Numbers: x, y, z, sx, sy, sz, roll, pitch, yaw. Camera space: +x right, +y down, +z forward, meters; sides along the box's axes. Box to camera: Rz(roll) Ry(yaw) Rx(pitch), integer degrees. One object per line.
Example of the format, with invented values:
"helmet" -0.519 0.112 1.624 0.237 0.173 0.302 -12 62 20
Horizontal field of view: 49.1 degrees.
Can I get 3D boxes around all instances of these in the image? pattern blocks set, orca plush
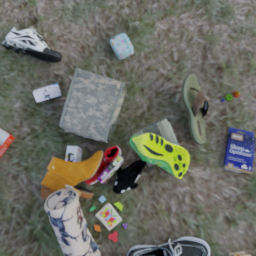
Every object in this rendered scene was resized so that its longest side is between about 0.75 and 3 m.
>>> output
"pattern blocks set" -0.696 3.215 10.063 1.447 0.117 1.272 35 77 9
"orca plush" 0.233 1.712 10.099 1.824 0.648 0.960 -27 89 -16

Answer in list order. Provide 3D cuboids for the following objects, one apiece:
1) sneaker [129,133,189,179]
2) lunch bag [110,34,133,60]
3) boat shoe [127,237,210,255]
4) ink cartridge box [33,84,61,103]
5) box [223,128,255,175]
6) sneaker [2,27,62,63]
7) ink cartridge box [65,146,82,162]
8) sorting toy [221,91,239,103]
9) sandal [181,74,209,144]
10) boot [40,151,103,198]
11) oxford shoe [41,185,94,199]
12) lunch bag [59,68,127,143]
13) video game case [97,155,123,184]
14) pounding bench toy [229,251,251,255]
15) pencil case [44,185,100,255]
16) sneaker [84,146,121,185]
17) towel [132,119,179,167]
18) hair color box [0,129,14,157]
"sneaker" 1.151 0.879 9.676 2.756 1.152 1.021 36 76 -35
"lunch bag" -0.252 -3.382 11.522 0.808 0.388 1.007 -26 73 -2
"boat shoe" 1.372 4.276 9.346 2.860 0.977 1.056 -1 78 1
"ink cartridge box" -3.120 -1.355 10.809 0.951 0.696 0.408 -19 112 -6
"box" 4.225 0.835 10.595 1.015 0.271 1.675 12 75 3
"sneaker" -3.746 -3.438 11.298 2.512 0.931 1.112 19 79 4
"ink cartridge box" -2.019 1.188 10.271 0.396 0.698 0.957 4 75 8
"sorting toy" 4.077 -1.258 11.098 0.827 0.285 0.287 -24 78 -6
"sandal" 2.641 -0.722 10.373 1.037 0.745 2.611 -10 89 -44
"boot" -1.889 1.326 9.480 1.451 0.713 2.027 35 74 -12
"oxford shoe" -2.180 2.396 10.033 1.942 0.693 0.692 4 82 8
"lunch bag" -1.288 -0.723 10.370 1.913 1.371 2.332 18 83 6
"video game case" -0.603 1.497 9.927 0.222 1.237 1.121 41 79 9
"pounding bench toy" 3.984 4.527 9.465 0.862 0.672 0.535 -6 76 -2
"pencil case" -1.745 3.243 8.990 1.047 1.204 2.691 -9 110 20
"sneaker" -0.998 1.273 10.074 0.707 1.042 1.804 39 80 9
"towel" 1.052 0.527 10.177 1.400 0.251 1.454 -25 103 2
"hair color box" -5.252 0.815 10.436 0.999 0.576 1.802 30 79 6
